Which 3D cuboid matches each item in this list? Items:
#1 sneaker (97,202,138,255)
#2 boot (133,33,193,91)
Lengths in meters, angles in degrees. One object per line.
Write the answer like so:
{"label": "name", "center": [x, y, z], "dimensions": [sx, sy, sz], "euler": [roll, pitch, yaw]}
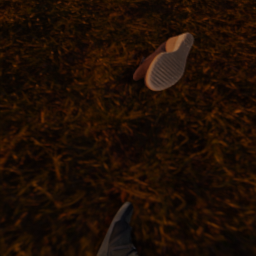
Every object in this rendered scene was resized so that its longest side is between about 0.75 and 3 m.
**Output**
{"label": "sneaker", "center": [-0.047, 3.350, 8.220], "dimensions": [1.269, 0.847, 2.216], "euler": [17, 55, 12]}
{"label": "boot", "center": [0.826, -1.771, 8.708], "dimensions": [0.918, 2.110, 2.537], "euler": [46, 59, -16]}
